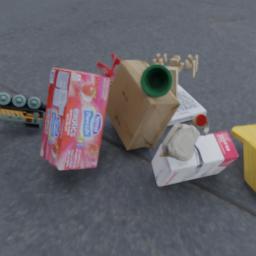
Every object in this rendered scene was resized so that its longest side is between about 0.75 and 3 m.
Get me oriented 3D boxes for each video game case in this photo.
[{"bbox_3d":[1.527,-1.116,12.242,2.578,0.336,2.833,-15,41,-17],"label":"video game case"}]

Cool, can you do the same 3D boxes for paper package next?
[{"bbox_3d":[0.335,-0.786,9.860,1.233,2.272,2.384,-3,45,-34],"label":"paper package"}]

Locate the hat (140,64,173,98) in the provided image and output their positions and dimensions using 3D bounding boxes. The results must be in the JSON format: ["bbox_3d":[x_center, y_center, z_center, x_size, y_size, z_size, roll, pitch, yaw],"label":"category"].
[{"bbox_3d":[0.869,-1.442,8.879,0.966,1.166,1.027,13,-4,2],"label":"hat"}]

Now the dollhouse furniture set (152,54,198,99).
[{"bbox_3d":[1.707,-2.008,10.699,1.588,1.125,1.729,8,35,20],"label":"dollhouse furniture set"}]

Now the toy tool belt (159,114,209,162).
[{"bbox_3d":[1.393,0.221,7.367,1.409,0.880,0.866,-54,19,-17],"label":"toy tool belt"}]

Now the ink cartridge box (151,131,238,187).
[{"bbox_3d":[1.922,0.973,8.513,2.128,1.540,0.897,-10,64,-13],"label":"ink cartridge box"}]

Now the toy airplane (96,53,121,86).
[{"bbox_3d":[-0.757,-2.661,12.805,1.751,1.751,0.322,31,44,32],"label":"toy airplane"}]

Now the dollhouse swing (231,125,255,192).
[{"bbox_3d":[4.578,0.960,9.144,2.129,1.935,1.872,-6,8,-13],"label":"dollhouse swing"}]

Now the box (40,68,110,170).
[{"bbox_3d":[-1.656,-0.283,8.600,1.364,2.857,1.424,3,11,-39],"label":"box"}]

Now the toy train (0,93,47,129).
[{"bbox_3d":[-4.159,-0.632,10.644,2.055,1.171,0.876,7,-7,-17],"label":"toy train"}]
